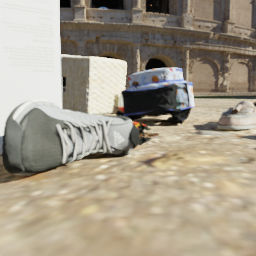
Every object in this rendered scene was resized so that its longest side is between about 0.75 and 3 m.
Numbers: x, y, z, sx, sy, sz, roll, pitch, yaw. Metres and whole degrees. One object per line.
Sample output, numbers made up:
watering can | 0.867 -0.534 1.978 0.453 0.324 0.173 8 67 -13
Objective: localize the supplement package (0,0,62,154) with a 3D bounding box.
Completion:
supplement package | -2.802 -1.109 5.722 2.253 2.968 2.236 -5 9 -33

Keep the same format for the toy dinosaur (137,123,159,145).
toy dinosaur | 0.257 0.142 6.285 0.879 0.449 0.596 -25 -1 -18

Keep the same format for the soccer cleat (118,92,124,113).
soccer cleat | 0.867 -1.373 14.560 2.896 1.233 0.994 -3 8 -17

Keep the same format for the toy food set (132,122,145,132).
toy food set | -0.054 0.006 7.675 1.130 0.275 1.118 -8 10 -42

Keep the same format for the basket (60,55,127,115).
basket | -1.823 -2.165 14.471 2.382 2.936 2.962 11 12 36

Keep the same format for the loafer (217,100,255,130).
loafer | 3.760 -0.506 9.034 1.066 0.932 2.964 7 10 44

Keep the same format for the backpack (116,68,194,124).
backpack | 1.218 -1.193 10.454 2.640 2.033 2.514 3 2 34

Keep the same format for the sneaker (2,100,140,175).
sneaker | -0.622 0.089 4.370 1.564 1.016 2.709 3 7 7
